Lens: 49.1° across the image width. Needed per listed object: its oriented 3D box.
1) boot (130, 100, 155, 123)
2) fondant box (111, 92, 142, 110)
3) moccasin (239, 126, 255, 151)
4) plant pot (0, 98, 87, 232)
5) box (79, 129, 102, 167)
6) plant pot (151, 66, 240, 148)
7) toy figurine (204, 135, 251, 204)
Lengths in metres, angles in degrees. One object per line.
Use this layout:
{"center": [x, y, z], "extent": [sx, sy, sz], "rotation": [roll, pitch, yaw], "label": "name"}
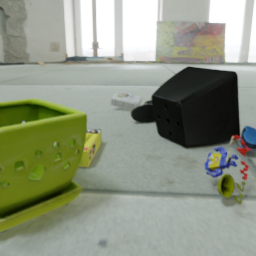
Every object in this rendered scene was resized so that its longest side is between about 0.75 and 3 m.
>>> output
{"center": [0.903, -0.762, 12.023], "extent": [2.147, 0.775, 1.622], "rotation": [-12, 13, -19], "label": "boot"}
{"center": [-0.072, -1.296, 13.454], "extent": [1.306, 0.380, 0.942], "rotation": [14, 31, 11], "label": "fondant box"}
{"center": [3.708, 0.403, 8.494], "extent": [0.634, 0.538, 1.576], "rotation": [24, 22, 18], "label": "moccasin"}
{"center": [-2.181, 0.601, 5.477], "extent": [2.133, 1.936, 2.123], "rotation": [-16, 23, -42], "label": "plant pot"}
{"center": [-1.294, 0.527, 8.129], "extent": [0.741, 0.493, 1.968], "rotation": [2, 17, 6], "label": "box"}
{"center": [2.061, -0.598, 9.250], "extent": [2.001, 2.250, 2.256], "rotation": [-23, 26, -23], "label": "plant pot"}
{"center": [2.042, 0.903, 6.139], "extent": [0.746, 1.414, 0.847], "rotation": [34, -26, -27], "label": "toy figurine"}
